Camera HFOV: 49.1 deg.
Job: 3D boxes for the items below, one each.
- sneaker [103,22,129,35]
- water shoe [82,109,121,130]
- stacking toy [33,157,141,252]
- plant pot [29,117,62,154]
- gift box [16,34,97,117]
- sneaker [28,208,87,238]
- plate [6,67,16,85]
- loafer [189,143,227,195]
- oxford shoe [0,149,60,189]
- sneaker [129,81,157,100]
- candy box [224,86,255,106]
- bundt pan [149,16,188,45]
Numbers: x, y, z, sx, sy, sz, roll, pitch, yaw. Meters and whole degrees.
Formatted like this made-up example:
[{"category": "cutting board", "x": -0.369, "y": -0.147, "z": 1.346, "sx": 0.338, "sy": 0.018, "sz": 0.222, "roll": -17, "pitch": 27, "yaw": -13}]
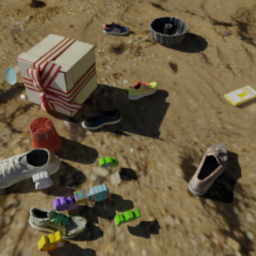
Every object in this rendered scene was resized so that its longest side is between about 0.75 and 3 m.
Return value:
[{"category": "sneaker", "x": -0.643, "y": -5.500, "z": 15.317, "sx": 1.436, "sy": 0.607, "sz": 0.538, "roll": -4, "pitch": 49, "yaw": -4}, {"category": "water shoe", "x": -1.046, "y": -0.408, "z": 10.868, "sx": 1.537, "sy": 0.606, "sz": 0.549, "roll": -15, "pitch": 51, "yaw": -13}, {"category": "stacking toy", "x": -1.374, "y": 2.203, "z": 8.615, "sx": 2.980, "sy": 0.700, "sz": 2.247, "roll": -13, "pitch": 52, "yaw": -14}, {"category": "plant pot", "x": -2.999, "y": 0.239, "z": 10.015, "sx": 1.075, "sy": 1.046, "sz": 1.075, "roll": 0, "pitch": 49, "yaw": 0}, {"category": "gift box", "x": -2.625, "y": -2.082, "z": 11.129, "sx": 2.658, "sy": 2.453, "sz": 2.482, "roll": 17, "pitch": 49, "yaw": 20}, {"category": "sneaker", "x": -2.072, "y": 2.664, "z": 8.062, "sx": 1.790, "sy": 0.793, "sz": 0.688, "roll": 6, "pitch": 49, "yaw": 5}, {"category": "plate", "x": -5.158, "y": -2.308, "z": 12.405, "sx": 0.777, "sy": 0.777, "sz": 0.099, "roll": 32, "pitch": 31, "yaw": 25}, {"category": "loafer", "x": 2.791, "y": 1.240, "z": 9.357, "sx": 0.816, "sy": 0.714, "sz": 2.270, "roll": 28, "pitch": 54, "yaw": 22}, {"category": "oxford shoe", "x": -3.729, "y": 1.299, "z": 9.254, "sx": 2.853, "sy": 0.824, "sz": 1.073, "roll": -13, "pitch": 53, "yaw": -8}, {"category": "sneaker", "x": 0.645, "y": -1.707, "z": 11.871, "sx": 1.467, "sy": 0.663, "sz": 0.573, "roll": -26, "pitch": 32, "yaw": -26}, {"category": "candy box", "x": 4.859, "y": -1.384, "z": 11.989, "sx": 1.341, "sy": 0.177, "sz": 0.686, "roll": -21, "pitch": 45, "yaw": -17}, {"category": "bundt pan", "x": 2.104, "y": -5.073, "z": 14.843, "sx": 2.036, "sy": 0.764, "sz": 2.036, "roll": 1, "pitch": 49, "yaw": -1}]
